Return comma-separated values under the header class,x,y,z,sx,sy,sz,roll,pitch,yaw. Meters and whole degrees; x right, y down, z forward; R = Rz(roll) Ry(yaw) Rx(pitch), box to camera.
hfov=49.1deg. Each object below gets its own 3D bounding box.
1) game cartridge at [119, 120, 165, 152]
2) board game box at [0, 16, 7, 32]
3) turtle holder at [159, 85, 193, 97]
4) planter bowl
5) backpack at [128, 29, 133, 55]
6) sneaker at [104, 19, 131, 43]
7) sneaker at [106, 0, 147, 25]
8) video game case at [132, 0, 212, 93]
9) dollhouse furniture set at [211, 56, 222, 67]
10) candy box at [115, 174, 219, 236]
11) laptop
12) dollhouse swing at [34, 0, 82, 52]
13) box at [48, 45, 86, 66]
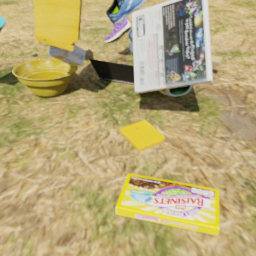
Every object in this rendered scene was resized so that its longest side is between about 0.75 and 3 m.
class,x,y,z,sx,sy,sz,roll,pitch,yaw
game cartridge,0.446,0.235,8.909,1.043,0.192,1.183,-19,41,-25
board game box,-5.319,-3.267,10.315,1.326,0.412,1.757,-5,49,56
turtle holder,1.584,-2.116,10.939,2.304,1.751,1.636,4,51,-20
planter bowl,-3.232,-1.906,11.210,2.476,1.031,2.476,2,31,-1
backpack,1.275,-3.737,12.519,2.060,2.565,2.803,-48,28,-8
sneaker,-0.412,-3.465,10.069,1.162,0.485,0.468,-32,-1,26
sneaker,-0.035,-5.404,11.888,1.010,2.267,0.890,14,38,-59
video game case,1.235,-2.476,8.381,2.377,2.614,0.305,-5,-6,31
dollhouse furniture set,3.251,-2.573,12.712,1.551,0.862,1.371,22,65,27
candy box,0.954,1.737,6.597,2.293,0.303,1.172,8,38,11
laptop,-0.283,-2.628,12.125,1.993,1.233,2.128,13,37,17
dollhouse swing,-1.934,-3.770,8.579,1.868,2.055,1.807,19,35,10
box,-2.165,-2.680,10.009,0.654,0.589,1.163,10,-2,31
